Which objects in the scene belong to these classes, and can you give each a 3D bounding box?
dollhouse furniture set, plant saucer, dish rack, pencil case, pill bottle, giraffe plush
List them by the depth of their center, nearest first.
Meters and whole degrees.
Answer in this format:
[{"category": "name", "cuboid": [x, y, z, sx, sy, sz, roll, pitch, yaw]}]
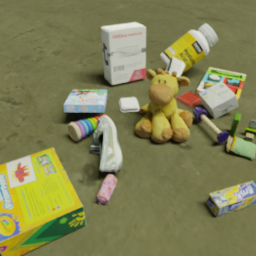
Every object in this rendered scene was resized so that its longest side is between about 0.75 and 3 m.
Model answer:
[{"category": "pencil case", "cuboid": [-0.678, 1.956, 8.901, 0.432, 0.432, 0.987, 10, 40, 13]}, {"category": "dollhouse furniture set", "cuboid": [4.407, 0.287, 10.599, 1.057, 0.810, 1.614, 17, 40, 17]}, {"category": "giraffe plush", "cuboid": [1.469, -1.074, 11.208, 2.415, 2.270, 2.799, 0, 38, 0]}, {"category": "dish rack", "cuboid": [0.043, -1.113, 12.930, 0.883, 0.224, 1.029, -4, 40, -6]}, {"category": "plant saucer", "cuboid": [2.923, -1.393, 13.312, 0.984, 0.181, 0.982, -27, 46, -31]}, {"category": "pill bottle", "cuboid": [3.179, -4.055, 14.587, 2.776, 1.545, 1.545, -38, 40, 10]}]

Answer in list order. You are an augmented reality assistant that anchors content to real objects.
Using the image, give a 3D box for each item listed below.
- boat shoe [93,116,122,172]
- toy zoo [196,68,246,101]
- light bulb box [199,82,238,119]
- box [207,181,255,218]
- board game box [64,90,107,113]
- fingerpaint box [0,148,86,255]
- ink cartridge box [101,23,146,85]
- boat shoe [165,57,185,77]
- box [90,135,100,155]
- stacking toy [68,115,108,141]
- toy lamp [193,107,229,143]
[{"category": "boat shoe", "cuboid": [-0.833, 0.506, 9.915, 0.787, 0.904, 2.453, -1, 49, -20]}, {"category": "toy zoo", "cuboid": [4.658, -2.080, 14.040, 1.965, 0.306, 2.995, 16, 43, 20]}, {"category": "light bulb box", "cuboid": [3.948, -1.228, 12.304, 1.175, 0.740, 1.185, -28, 44, 4]}, {"category": "box", "cuboid": [3.261, 2.160, 8.550, 1.595, 0.513, 0.559, -12, 40, -15]}, {"category": "board game box", "cuboid": [-1.806, -1.214, 12.369, 1.648, 0.399, 2.179, 0, 25, -1]}, {"category": "fingerpaint box", "cuboid": [-2.816, 2.075, 8.258, 2.255, 0.992, 2.703, -19, 42, -23]}, {"category": "ink cartridge box", "cuboid": [-0.212, -3.764, 14.168, 1.964, 2.713, 1.144, -15, 36, -19]}, {"category": "boat shoe", "cuboid": [1.889, -2.352, 13.313, 0.860, 0.904, 2.510, 33, 71, -11]}, {"category": "box", "cuboid": [-0.915, 0.583, 10.732, 0.849, 0.268, 1.077, 6, 39, 8]}, {"category": "stacking toy", "cuboid": [-1.513, -0.091, 11.332, 1.772, 0.757, 0.757, -24, 44, -38]}, {"category": "toy lamp", "cuboid": [3.249, -0.195, 11.260, 0.567, 0.567, 1.949, -15, 40, -18]}]
